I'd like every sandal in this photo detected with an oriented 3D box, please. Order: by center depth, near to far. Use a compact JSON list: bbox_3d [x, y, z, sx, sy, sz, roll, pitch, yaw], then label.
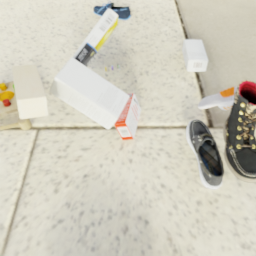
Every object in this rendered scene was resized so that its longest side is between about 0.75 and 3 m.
[{"bbox_3d":[3.276,-0.908,9.675,1.808,0.518,0.693,-13,43,51],"label":"sandal"}]

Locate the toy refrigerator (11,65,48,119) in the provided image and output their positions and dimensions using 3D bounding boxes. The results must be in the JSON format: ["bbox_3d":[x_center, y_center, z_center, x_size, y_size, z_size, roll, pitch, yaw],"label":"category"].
[{"bbox_3d":[-2.679,-1.002,7.562,0.700,0.645,1.845,-10,40,-21],"label":"toy refrigerator"}]

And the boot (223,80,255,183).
[{"bbox_3d":[3.339,0.048,7.873,0.921,1.895,2.516,5,44,6],"label":"boot"}]

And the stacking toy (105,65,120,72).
[{"bbox_3d":[-0.652,-2.475,11.479,0.612,0.191,0.812,-6,19,-3],"label":"stacking toy"}]

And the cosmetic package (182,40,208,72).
[{"bbox_3d":[2.954,-3.247,12.500,0.864,0.629,1.699,2,46,1],"label":"cosmetic package"}]

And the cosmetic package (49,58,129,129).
[{"bbox_3d":[-1.138,-1.014,8.424,2.126,0.787,1.081,33,50,-8],"label":"cosmetic package"}]

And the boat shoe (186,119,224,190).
[{"bbox_3d":[2.394,0.624,8.659,0.872,0.826,2.495,-1,54,-2],"label":"boat shoe"}]

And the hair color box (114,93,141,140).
[{"bbox_3d":[0.002,-0.396,9.687,0.476,0.825,1.488,-5,44,23],"label":"hair color box"}]

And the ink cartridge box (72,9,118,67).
[{"bbox_3d":[-1.262,-3.450,11.274,0.551,2.345,2.317,37,97,-5],"label":"ink cartridge box"}]

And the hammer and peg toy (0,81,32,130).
[{"bbox_3d":[-4.429,-0.870,10.166,1.763,0.845,2.396,-17,50,-15],"label":"hammer and peg toy"}]

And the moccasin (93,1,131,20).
[{"bbox_3d":[-0.869,-6.551,15.402,2.195,0.749,0.883,12,49,10],"label":"moccasin"}]
